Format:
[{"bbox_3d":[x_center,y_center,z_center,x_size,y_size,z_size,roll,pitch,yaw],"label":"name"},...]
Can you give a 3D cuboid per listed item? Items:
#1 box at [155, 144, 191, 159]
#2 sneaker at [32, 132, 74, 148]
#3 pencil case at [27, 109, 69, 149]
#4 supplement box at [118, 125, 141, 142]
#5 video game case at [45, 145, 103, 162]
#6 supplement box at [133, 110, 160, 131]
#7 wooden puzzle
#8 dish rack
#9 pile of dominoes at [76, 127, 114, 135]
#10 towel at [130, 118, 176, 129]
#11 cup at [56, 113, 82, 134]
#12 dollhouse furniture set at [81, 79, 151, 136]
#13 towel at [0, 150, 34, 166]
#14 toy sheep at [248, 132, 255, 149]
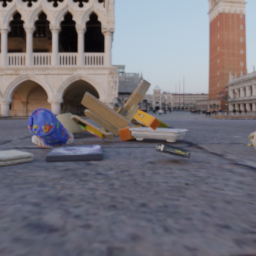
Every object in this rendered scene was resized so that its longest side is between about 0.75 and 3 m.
[{"bbox_3d":[1.095,0.566,6.966,0.694,0.224,0.880,14,-3,-5],"label":"box"},{"bbox_3d":[-2.724,0.455,10.070,1.468,0.574,0.567,2,-12,-35],"label":"sneaker"},{"bbox_3d":[-2.401,0.081,8.520,0.893,0.803,2.057,-1,-15,-2],"label":"pencil case"},{"bbox_3d":[0.150,0.224,12.546,0.546,0.565,1.641,-17,-1,22],"label":"supplement box"},{"bbox_3d":[-1.497,0.702,8.066,1.443,0.192,2.020,-1,2,-8],"label":"video game case"},{"bbox_3d":[0.732,-0.324,11.288,0.434,0.420,1.262,39,-4,-37],"label":"supplement box"},{"bbox_3d":[-1.425,0.079,11.251,1.683,0.313,1.557,25,-9,4],"label":"wooden puzzle"},{"bbox_3d":[1.283,0.268,11.632,2.161,0.470,1.854,2,2,23],"label":"dish rack"},{"bbox_3d":[-2.073,0.297,15.671,2.284,0.467,2.931,-4,-3,-45],"label":"pile of dominoes"},{"bbox_3d":[1.492,-0.107,15.003,1.919,0.304,2.672,1,-13,41],"label":"towel"},{"bbox_3d":[-3.019,-0.161,13.586,1.388,0.993,1.388,-13,1,0],"label":"cup"},{"bbox_3d":[-0.708,-1.523,14.401,2.393,2.937,2.793,34,-26,-6],"label":"dollhouse furniture set"},{"bbox_3d":[-3.156,0.752,6.781,0.974,0.253,1.470,5,5,41],"label":"towel"},{"bbox_3d":[4.203,0.419,8.553,0.806,0.806,1.168,-1,20,-25],"label":"toy sheep"}]
